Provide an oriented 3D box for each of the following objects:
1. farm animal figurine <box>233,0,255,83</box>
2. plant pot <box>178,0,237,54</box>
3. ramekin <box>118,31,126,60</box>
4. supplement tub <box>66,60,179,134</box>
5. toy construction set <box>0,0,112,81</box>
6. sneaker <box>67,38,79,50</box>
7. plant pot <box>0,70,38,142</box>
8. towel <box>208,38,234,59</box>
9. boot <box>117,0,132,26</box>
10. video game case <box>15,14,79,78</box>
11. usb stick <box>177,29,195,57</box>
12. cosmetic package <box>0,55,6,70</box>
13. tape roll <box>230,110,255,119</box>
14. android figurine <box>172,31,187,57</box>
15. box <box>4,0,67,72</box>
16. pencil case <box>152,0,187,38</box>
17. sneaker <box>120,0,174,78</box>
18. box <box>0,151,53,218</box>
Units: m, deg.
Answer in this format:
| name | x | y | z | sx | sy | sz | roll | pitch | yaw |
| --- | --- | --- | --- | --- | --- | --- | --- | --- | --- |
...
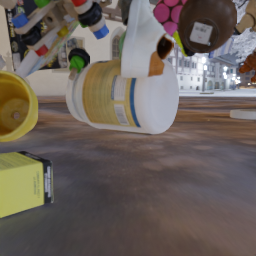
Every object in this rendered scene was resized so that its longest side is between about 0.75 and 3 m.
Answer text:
| name | x | y | z | sx | sy | sz | roll | pitch | yaw |
| --- | --- | --- | --- | --- | --- | --- | --- | --- | --- |
| farm animal figurine | 3.403 | -1.750 | 5.391 | 2.288 | 1.848 | 1.151 | -2 | -10 | -9 |
| plant pot | 1.894 | -2.503 | 6.982 | 1.558 | 1.558 | 1.667 | 3 | 31 | 19 |
| ramekin | 0.470 | -2.654 | 9.928 | 1.691 | 1.691 | 0.826 | -1 | -18 | -7 |
| supplement tub | -0.179 | -0.890 | 7.673 | 2.674 | 1.934 | 1.934 | 6 | 10 | 33 |
| toy construction set | -1.461 | -2.749 | 5.850 | 2.522 | 1.938 | 2.104 | 31 | -35 | -25 |
| sneaker | -2.266 | -3.312 | 11.549 | 0.431 | 0.390 | 1.013 | -17 | 50 | -11 |
| plant pot | -2.780 | -0.395 | 6.500 | 1.515 | 1.515 | 1.426 | 0 | -8 | -3 |
| towel | 3.171 | -2.707 | 9.558 | 0.853 | 0.626 | 0.102 | -18 | 56 | -11 |
| boot | 0.136 | -4.298 | 9.738 | 0.468 | 1.173 | 1.290 | 28 | 34 | -34 |
| video game case | -1.940 | -2.888 | 8.248 | 0.323 | 2.927 | 2.665 | 39 | 17 | -14 |
| usb stick | 1.868 | -3.768 | 9.721 | 0.437 | 2.682 | 0.744 | -8 | -17 | -17 |
| cosmetic package | -4.597 | -2.416 | 9.203 | 0.606 | 1.468 | 0.372 | -40 | -23 | 9 |
| tape roll | 4.975 | -0.565 | 11.394 | 1.579 | 0.288 | 1.579 | 1 | 8 | 0 |
| android figurine | 2.151 | -3.607 | 11.787 | 0.303 | 1.341 | 1.473 | -35 | -23 | 19 |
| box | -3.377 | -3.480 | 10.454 | 0.643 | 2.619 | 2.111 | 6 | 16 | 35 |
| pencil case | 1.406 | -3.778 | 8.325 | 0.997 | 2.129 | 0.966 | 49 | 37 | 17 |
| sneaker | 0.459 | -1.959 | 6.051 | 1.038 | 2.452 | 0.893 | 5 | -34 | 2 |
| box | -1.650 | 0.596 | 2.387 | 1.889 | 0.473 | 0.711 | -7 | 11 | -45 |
